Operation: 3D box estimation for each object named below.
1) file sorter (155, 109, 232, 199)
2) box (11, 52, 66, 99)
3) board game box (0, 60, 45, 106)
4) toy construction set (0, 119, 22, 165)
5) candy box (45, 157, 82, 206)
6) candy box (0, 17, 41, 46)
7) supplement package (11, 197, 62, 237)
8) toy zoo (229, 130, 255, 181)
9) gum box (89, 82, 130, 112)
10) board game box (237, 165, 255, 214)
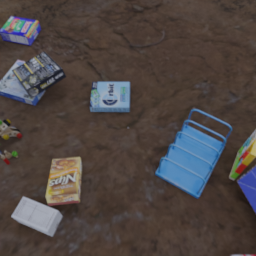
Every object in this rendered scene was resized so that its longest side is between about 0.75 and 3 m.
[{"bbox_3d":[2.430,0.847,10.215,1.763,1.558,2.540,28,62,16],"label":"file sorter"},{"bbox_3d":[-3.808,-2.301,11.852,1.704,0.519,2.114,-35,47,-14],"label":"box"},{"bbox_3d":[-4.626,-2.072,12.685,1.940,0.421,1.931,17,60,11],"label":"board game box"},{"bbox_3d":[-4.833,0.421,10.647,1.372,1.264,1.645,-20,61,-12],"label":"toy construction set"},{"bbox_3d":[-2.217,1.835,9.863,1.048,0.502,1.815,-5,36,-3],"label":"candy box"},{"bbox_3d":[-5.528,-5.000,14.402,1.565,0.603,1.323,13,58,6],"label":"candy box"},{"bbox_3d":[-3.025,2.964,9.369,1.347,0.738,0.766,19,60,11],"label":"supplement package"},{"bbox_3d":[4.210,0.832,9.825,0.212,2.075,1.361,27,55,12],"label":"toy zoo"},{"bbox_3d":[-0.774,-1.364,12.278,1.688,0.376,1.434,0,58,0],"label":"gum box"},{"bbox_3d":[5.577,2.142,9.109,2.914,1.411,2.323,-10,58,-22],"label":"board game box"}]
